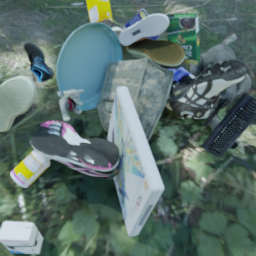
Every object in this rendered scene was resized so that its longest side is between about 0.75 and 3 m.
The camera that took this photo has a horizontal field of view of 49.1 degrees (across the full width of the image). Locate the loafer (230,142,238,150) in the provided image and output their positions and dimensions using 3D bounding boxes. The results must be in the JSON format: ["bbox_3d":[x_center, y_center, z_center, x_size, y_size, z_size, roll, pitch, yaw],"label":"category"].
[{"bbox_3d":[3.058,0.350,8.665,0.310,0.851,0.308,-40,34,10],"label":"loafer"}]

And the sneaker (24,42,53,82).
[{"bbox_3d":[-2.817,-2.021,8.592,0.476,1.301,0.533,-21,16,40],"label":"sneaker"}]

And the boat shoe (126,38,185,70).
[{"bbox_3d":[0.919,-2.299,9.055,0.885,0.814,2.477,-46,45,-14],"label":"boat shoe"}]

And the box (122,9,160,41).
[{"bbox_3d":[0.288,-3.567,10.913,1.196,1.975,0.320,56,44,-8],"label":"box"}]

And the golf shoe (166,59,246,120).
[{"bbox_3d":[2.322,-1.025,8.242,1.150,2.958,1.398,-37,102,-28],"label":"golf shoe"}]

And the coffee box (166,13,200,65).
[{"bbox_3d":[1.719,-2.733,8.732,0.975,1.585,0.349,11,49,25],"label":"coffee box"}]

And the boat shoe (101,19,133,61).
[{"bbox_3d":[-0.148,-2.898,10.582,1.049,2.942,0.886,-31,60,7],"label":"boat shoe"}]

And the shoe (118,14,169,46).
[{"bbox_3d":[0.546,-3.122,8.753,1.712,0.612,0.779,-14,24,32],"label":"shoe"}]

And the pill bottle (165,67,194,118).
[{"bbox_3d":[1.538,-1.587,10.262,1.481,1.481,2.644,-37,67,-28],"label":"pill bottle"}]

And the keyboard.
[{"bbox_3d":[2.838,-0.131,8.094,1.271,2.001,0.206,29,20,-12],"label":"keyboard"}]

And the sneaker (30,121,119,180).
[{"bbox_3d":[-1.455,0.773,7.620,2.705,1.168,1.086,22,56,23],"label":"sneaker"}]

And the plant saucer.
[{"bbox_3d":[-1.184,-1.865,8.647,0.368,2.687,2.687,26,53,33],"label":"plant saucer"}]

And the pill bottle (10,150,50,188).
[{"bbox_3d":[-2.781,1.111,8.276,1.272,0.663,0.663,-45,60,-7],"label":"pill bottle"}]

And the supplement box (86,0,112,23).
[{"bbox_3d":[-1.044,-4.270,10.132,0.611,1.115,0.607,-11,2,-39],"label":"supplement box"}]

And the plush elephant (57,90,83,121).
[{"bbox_3d":[-1.511,-0.745,7.626,0.720,0.677,0.874,-30,93,-55],"label":"plush elephant"}]

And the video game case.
[{"bbox_3d":[-0.016,0.907,7.239,0.324,2.683,2.943,-5,52,-17],"label":"video game case"}]

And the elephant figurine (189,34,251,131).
[{"bbox_3d":[3.226,-1.486,9.555,1.726,1.893,2.440,-18,58,4],"label":"elephant figurine"}]

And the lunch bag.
[{"bbox_3d":[0.056,-0.794,8.785,1.423,2.421,1.986,16,-1,-37],"label":"lunch bag"}]

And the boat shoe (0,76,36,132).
[{"bbox_3d":[-3.031,-0.683,7.565,0.900,2.413,0.751,49,44,-4],"label":"boat shoe"}]

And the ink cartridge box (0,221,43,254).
[{"bbox_3d":[-2.615,2.716,6.880,0.747,1.033,0.435,1,49,1],"label":"ink cartridge box"}]
